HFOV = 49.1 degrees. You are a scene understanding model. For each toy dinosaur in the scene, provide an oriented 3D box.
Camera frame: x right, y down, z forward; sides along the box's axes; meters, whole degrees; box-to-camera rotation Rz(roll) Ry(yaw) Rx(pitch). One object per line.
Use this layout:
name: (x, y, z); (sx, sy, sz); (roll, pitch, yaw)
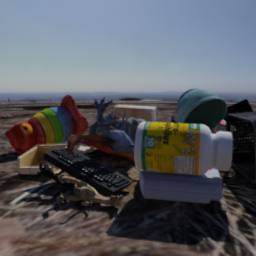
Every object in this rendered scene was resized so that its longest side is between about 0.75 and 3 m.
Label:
toy dinosaur: (-1.028, 1.381, 6.173); (1.069, 0.615, 2.113); (15, 1, -42)
toy dinosaur: (-0.390, 0.376, 8.432); (2.944, 2.671, 1.546); (-33, 47, -17)

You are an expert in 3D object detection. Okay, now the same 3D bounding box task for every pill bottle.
pill bottle: (1.213, 0.462, 6.239); (2.001, 1.128, 1.128); (3, 9, 13)

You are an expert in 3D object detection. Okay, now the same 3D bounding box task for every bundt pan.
bundt pan: (-0.313, 0.178, 10.435); (2.594, 0.973, 2.594); (-3, -5, 0)

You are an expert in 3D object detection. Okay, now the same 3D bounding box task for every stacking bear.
stacking bear: (-3.319, 0.040, 11.124); (2.835, 1.722, 1.612); (-25, -13, -39)

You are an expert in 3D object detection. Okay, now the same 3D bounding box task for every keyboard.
keyboard: (-1.207, 1.047, 6.772); (2.369, 0.244, 1.506); (21, 24, 32)

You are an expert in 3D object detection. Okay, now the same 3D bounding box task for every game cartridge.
game cartridge: (1.315, 1.144, 7.373); (1.958, 0.601, 2.942); (-2, 8, 12)

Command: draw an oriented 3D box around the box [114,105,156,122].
box: (0.390, -0.684, 15.704); (2.266, 1.076, 0.881); (3, 13, 17)

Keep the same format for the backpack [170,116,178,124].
backpack: (3.019, -0.340, 16.467); (1.130, 0.833, 1.238); (-1, 9, -8)

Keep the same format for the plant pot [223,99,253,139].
plant pot: (5.148, -0.245, 12.943); (1.404, 1.407, 1.249); (-25, -30, 18)

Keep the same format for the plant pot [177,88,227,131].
plant pot: (2.194, -0.618, 8.944); (1.524, 1.524, 1.021); (-4, 43, -24)

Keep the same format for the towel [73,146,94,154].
towel: (-1.793, 0.829, 10.809); (0.852, 0.147, 0.564); (6, 11, 35)

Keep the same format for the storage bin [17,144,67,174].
storage bin: (-2.404, 0.916, 8.157); (1.133, 0.531, 1.125); (-3, 15, 15)

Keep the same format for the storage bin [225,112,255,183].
storage bin: (3.603, 0.430, 7.755); (1.107, 1.596, 2.361); (-4, 7, 3)

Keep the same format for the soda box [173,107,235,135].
soda box: (3.092, -0.206, 11.927); (0.946, 1.044, 2.983); (10, 19, -23)
